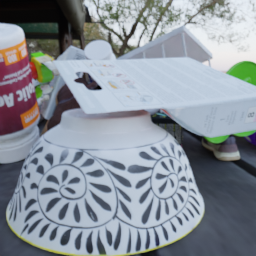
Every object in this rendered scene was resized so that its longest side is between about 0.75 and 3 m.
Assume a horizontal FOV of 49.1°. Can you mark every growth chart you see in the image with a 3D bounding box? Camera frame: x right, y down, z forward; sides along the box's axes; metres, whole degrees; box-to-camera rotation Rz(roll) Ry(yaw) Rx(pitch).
[{"bbox_3d":[-3.486,-1.390,9.670,1.999,0.245,2.762,-29,44,7],"label":"growth chart"}]

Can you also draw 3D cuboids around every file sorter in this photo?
[{"bbox_3d":[1.017,-1.361,8.403,2.702,1.683,1.875,-18,-22,35],"label":"file sorter"}]

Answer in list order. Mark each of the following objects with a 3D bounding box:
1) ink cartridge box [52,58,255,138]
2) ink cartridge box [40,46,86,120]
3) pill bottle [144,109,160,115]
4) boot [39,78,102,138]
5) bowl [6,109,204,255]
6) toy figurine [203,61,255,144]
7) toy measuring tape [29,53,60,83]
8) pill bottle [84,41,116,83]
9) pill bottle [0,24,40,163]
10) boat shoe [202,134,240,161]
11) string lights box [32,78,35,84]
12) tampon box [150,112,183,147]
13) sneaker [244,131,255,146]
[{"bbox_3d":[0.365,-0.510,4.149,2.552,0.728,2.074,-11,31,-20],"label":"ink cartridge box"},{"bbox_3d":[-2.377,-1.461,9.982,0.851,2.424,2.983,18,-1,-18],"label":"ink cartridge box"},{"bbox_3d":[0.216,-0.800,6.794,0.845,0.845,1.458,-4,12,-18],"label":"pill bottle"},{"bbox_3d":[-1.010,-0.666,6.479,2.016,0.877,2.423,-28,31,41],"label":"boot"},{"bbox_3d":[-0.280,0.383,3.780,2.609,1.224,2.609,1,10,0],"label":"bowl"},{"bbox_3d":[1.691,-0.519,6.126,1.970,1.479,1.813,-37,22,-20],"label":"toy figurine"},{"bbox_3d":[-2.460,-1.677,8.526,0.914,0.914,2.485,-7,27,-32],"label":"toy measuring tape"},{"bbox_3d":[-0.690,-1.562,7.506,0.829,0.829,1.433,1,-31,6],"label":"pill bottle"},{"bbox_3d":[-2.417,-0.592,5.218,1.345,2.356,1.345,-1,32,0],"label":"pill bottle"},{"bbox_3d":[2.004,0.261,6.114,0.588,0.530,1.636,0,11,4],"label":"boat shoe"},{"bbox_3d":[-3.751,-0.883,8.583,0.955,0.548,1.859,-17,33,57],"label":"string lights box"},{"bbox_3d":[0.703,0.049,6.631,1.173,0.741,0.879,3,12,13],"label":"tampon box"},{"bbox_3d":[3.101,0.221,5.899,0.995,0.695,2.000,-7,13,-28],"label":"sneaker"}]
